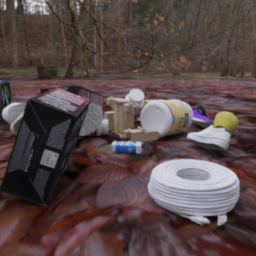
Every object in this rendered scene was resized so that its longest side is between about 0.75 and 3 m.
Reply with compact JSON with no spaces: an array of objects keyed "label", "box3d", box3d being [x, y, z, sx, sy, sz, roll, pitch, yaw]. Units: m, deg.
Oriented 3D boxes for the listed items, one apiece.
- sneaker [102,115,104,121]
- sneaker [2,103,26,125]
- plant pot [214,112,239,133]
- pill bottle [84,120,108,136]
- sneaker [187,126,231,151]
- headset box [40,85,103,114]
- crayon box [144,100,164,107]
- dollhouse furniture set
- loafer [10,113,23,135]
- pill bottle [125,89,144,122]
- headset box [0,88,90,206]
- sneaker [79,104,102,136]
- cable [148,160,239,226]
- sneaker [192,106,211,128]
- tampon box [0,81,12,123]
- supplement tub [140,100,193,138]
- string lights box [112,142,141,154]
[{"label":"sneaker","box3d":[-1.769,-0.472,11.972,0.874,0.978,2.449,6,13,28]},{"label":"sneaker","box3d":[-4.960,-0.581,12.595,1.716,1.094,2.969,2,4,17]},{"label":"plant pot","box3d":[3.668,-0.061,10.752,0.924,0.924,0.656,10,39,38]},{"label":"pill bottle","box3d":[-1.385,-0.031,10.756,1.225,0.671,0.671,0,13,-3]},{"label":"sneaker","box3d":[2.548,0.283,8.746,0.668,0.648,1.829,34,-9,-21]},{"label":"headset box","box3d":[-2.575,-1.221,13.576,2.032,1.055,2.731,-1,-4,24]},{"label":"crayon box","box3d":[1.820,-1.223,16.220,1.156,0.567,1.946,-4,13,-18]},{"label":"dollhouse furniture set","box3d":[0.120,-0.387,10.661,1.222,1.431,2.760,-7,15,-23]},{"label":"loafer","box3d":[-3.929,-0.436,11.284,0.734,0.814,2.151,-8,25,40]},{"label":"pill bottle","box3d":[0.231,-1.021,12.832,0.888,0.888,1.599,-3,-31,-14]},{"label":"headset box","box3d":[-1.711,0.212,6.415,1.003,1.934,2.598,20,12,-7]},{"label":"sneaker","box3d":[-2.182,-0.170,9.641,2.971,1.135,1.196,-24,22,-40]},{"label":"cable","box3d":[1.288,1.148,5.656,1.788,0.619,1.787,9,15,34]},{"label":"sneaker","box3d":[3.181,-0.576,12.409,0.581,0.831,1.671,34,0,-22]},{"label":"tampon box","box3d":[-6.774,-1.341,13.818,1.549,1.838,2.453,-3,13,-12]},{"label":"supplement tub","box3d":[1.519,-0.386,10.665,1.352,1.352,1.859,11,14,41]},{"label":"string lights box","box3d":[-0.045,0.619,8.797,0.895,0.264,0.460,1,11,3]}]
